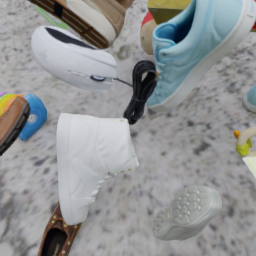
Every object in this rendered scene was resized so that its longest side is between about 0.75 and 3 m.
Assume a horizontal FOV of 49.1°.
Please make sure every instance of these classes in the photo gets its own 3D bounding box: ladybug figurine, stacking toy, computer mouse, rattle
[{"bbox_3d":[0.903,-2.668,6.950,1.390,0.737,2.048,-14,40,42],"label":"ladybug figurine"},{"bbox_3d":[-3.225,-0.565,7.599,1.879,1.091,1.031,23,60,27],"label":"stacking toy"},{"bbox_3d":[-0.588,-0.837,4.302,2.063,1.131,0.452,23,44,-5],"label":"computer mouse"},{"bbox_3d":[2.377,0.071,4.863,0.677,1.040,0.743,42,31,8],"label":"rattle"}]

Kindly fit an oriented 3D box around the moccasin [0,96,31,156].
[{"bbox_3d":[-1.791,0.181,3.309,1.557,0.569,0.601,-42,101,10],"label":"moccasin"}]

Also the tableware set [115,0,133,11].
[{"bbox_3d":[0.095,-3.710,6.264,0.321,2.766,2.311,37,86,9],"label":"tableware set"}]

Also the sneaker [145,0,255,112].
[{"bbox_3d":[0.704,-1.160,4.353,1.002,2.446,0.904,18,52,-18],"label":"sneaker"}]

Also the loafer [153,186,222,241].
[{"bbox_3d":[0.855,1.234,3.916,0.551,1.578,0.552,15,57,-12],"label":"loafer"}]

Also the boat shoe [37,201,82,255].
[{"bbox_3d":[-1.466,2.263,6.141,0.690,0.689,1.960,8,61,7],"label":"boat shoe"}]

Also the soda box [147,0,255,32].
[{"bbox_3d":[1.677,-2.235,4.809,2.557,0.819,0.866,11,91,19],"label":"soda box"}]

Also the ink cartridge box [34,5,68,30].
[{"bbox_3d":[-1.589,-3.516,7.481,0.953,0.544,1.835,40,55,-29],"label":"ink cartridge box"}]

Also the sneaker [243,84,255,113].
[{"bbox_3d":[4.560,-1.045,7.671,2.550,1.045,0.942,-13,64,-7],"label":"sneaker"}]

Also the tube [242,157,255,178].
[{"bbox_3d":[2.645,0.633,3.888,2.347,0.681,0.609,-6,102,-28],"label":"tube"}]

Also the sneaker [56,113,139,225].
[{"bbox_3d":[-0.475,0.832,4.792,1.305,2.259,0.832,2,32,-4],"label":"sneaker"}]

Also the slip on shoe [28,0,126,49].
[{"bbox_3d":[-1.286,-2.661,5.145,2.861,1.088,0.867,34,80,-15],"label":"slip on shoe"}]
